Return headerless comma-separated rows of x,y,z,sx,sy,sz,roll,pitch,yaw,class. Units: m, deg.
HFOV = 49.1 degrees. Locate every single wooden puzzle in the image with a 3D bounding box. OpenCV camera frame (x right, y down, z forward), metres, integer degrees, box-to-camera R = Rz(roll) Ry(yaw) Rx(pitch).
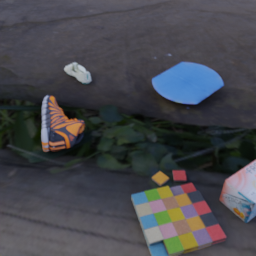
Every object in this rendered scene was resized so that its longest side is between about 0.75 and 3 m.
1.038,1.951,6.216,1.594,0.189,2.688,-10,40,-13,wooden puzzle

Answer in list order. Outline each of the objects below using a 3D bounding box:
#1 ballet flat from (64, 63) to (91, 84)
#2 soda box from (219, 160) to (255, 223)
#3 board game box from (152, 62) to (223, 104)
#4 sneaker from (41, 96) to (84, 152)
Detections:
-2.033,-2.325,11.341,0.608,0.608,1.694,-28,46,-31,ballet flat
3.312,1.218,6.695,2.372,0.754,0.811,-24,44,-27,soda box
2.194,-1.522,10.411,2.571,0.501,2.031,-33,53,-27,board game box
-1.960,-0.160,8.511,1.226,0.849,2.189,-5,49,-12,sneaker
